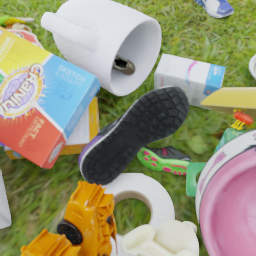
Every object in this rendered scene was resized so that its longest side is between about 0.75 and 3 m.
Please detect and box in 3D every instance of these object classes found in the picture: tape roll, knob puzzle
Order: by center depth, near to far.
[{"bbox_3d":[0.030,1.756,5.613,1.810,0.331,1.810,-5,53,6],"label":"tape roll"},{"bbox_3d":[-3.400,-2.581,8.675,1.409,0.195,1.409,3,74,-11],"label":"knob puzzle"}]

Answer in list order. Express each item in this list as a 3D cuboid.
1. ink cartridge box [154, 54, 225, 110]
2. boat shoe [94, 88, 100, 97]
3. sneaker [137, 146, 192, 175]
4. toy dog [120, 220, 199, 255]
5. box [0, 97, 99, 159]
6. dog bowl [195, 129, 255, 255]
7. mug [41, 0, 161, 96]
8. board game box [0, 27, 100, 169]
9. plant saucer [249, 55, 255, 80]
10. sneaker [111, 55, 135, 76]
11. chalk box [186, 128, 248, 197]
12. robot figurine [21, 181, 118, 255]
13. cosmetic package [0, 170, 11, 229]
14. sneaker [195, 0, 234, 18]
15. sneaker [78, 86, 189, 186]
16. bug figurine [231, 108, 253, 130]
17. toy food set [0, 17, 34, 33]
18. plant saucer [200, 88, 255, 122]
[{"bbox_3d":[1.561,-1.198,7.379,1.625,1.174,0.688,15,69,11],"label":"ink cartridge box"},{"bbox_3d":[-1.515,-1.131,7.187,1.674,0.543,0.613,3,89,-26],"label":"boat shoe"},{"bbox_3d":[0.822,0.686,6.521,1.341,0.515,0.562,18,38,9],"label":"sneaker"},{"bbox_3d":[0.495,2.245,4.332,1.062,1.521,1.475,17,28,26],"label":"toy dog"},{"bbox_3d":[-1.957,-0.015,6.994,2.447,0.507,1.457,-5,54,-1],"label":"box"},{"bbox_3d":[2.333,1.396,4.156,2.789,2.789,1.028,25,15,18],"label":"dog bowl"},{"bbox_3d":[-0.923,-2.371,7.372,2.553,2.149,2.912,34,20,23],"label":"mug"},{"bbox_3d":[-2.445,-0.779,6.294,2.936,0.592,2.246,28,82,9],"label":"board game box"},{"bbox_3d":[4.330,-1.561,8.189,1.648,0.414,1.648,0,53,0],"label":"plant saucer"},{"bbox_3d":[-0.466,-1.967,8.049,1.456,0.550,0.513,21,83,15],"label":"sneaker"},{"bbox_3d":[2.425,1.095,5.484,2.479,1.536,1.547,7,52,5],"label":"chalk box"},{"bbox_3d":[-0.637,2.175,3.893,0.753,2.588,1.876,8,29,21],"label":"robot figurine"},{"bbox_3d":[-3.283,0.975,4.872,1.804,2.169,1.815,-15,67,-19],"label":"cosmetic package"},{"bbox_3d":[3.150,-4.893,10.334,0.704,1.007,1.744,-25,57,-17],"label":"sneaker"},{"bbox_3d":[0.015,-0.012,6.247,2.815,1.066,1.232,-37,18,-9],"label":"sneaker"},{"bbox_3d":[2.736,-0.153,5.460,1.321,0.340,1.024,-10,30,-27],"label":"bug figurine"},{"bbox_3d":[-4.017,-3.074,9.212,1.618,0.471,2.344,-3,56,-1],"label":"toy food set"},{"bbox_3d":[2.900,-0.436,5.801,2.010,2.011,0.487,11,91,-32],"label":"plant saucer"}]
